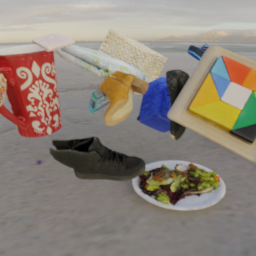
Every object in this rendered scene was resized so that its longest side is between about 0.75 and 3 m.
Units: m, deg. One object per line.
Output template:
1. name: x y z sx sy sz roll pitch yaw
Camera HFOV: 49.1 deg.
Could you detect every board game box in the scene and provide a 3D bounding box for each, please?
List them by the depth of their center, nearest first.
1. board game box: -1.052 -1.350 12.260 1.292 0.402 1.712 -34 -6 -21

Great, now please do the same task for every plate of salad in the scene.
1. plate of salad: 1.591 1.606 8.946 2.927 0.703 2.927 0 22 0

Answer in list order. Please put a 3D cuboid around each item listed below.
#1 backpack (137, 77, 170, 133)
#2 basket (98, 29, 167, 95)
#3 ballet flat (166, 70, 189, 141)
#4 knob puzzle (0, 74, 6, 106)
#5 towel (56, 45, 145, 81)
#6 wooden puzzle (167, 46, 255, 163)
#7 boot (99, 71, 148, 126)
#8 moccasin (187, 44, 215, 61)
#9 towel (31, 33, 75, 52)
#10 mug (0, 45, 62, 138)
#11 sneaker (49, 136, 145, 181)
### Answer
1. backpack: 1.216 -0.828 9.131 1.292 1.590 1.334 26 -30 -35
2. basket: 0.068 -2.634 11.442 2.190 1.762 2.171 35 20 20
3. ballet flat: 1.221 -0.550 7.012 0.533 1.876 0.623 20 34 37
4. knob puzzle: -3.191 -0.850 7.085 0.129 0.932 0.932 13 19 -11
5. towel: -0.859 -2.074 9.226 2.415 0.581 2.067 30 21 27
6. wooden puzzle: 2.174 -0.607 5.784 2.153 1.992 0.401 28 -10 22
7. boot: -0.370 -0.810 7.287 1.197 0.588 1.672 24 61 37
8. moccasin: 2.682 -2.413 9.263 1.872 0.638 0.753 12 24 -41
9. towel: -1.828 -2.090 6.819 0.741 0.125 0.776 32 47 31
10. mug: -3.330 -1.101 8.938 2.407 2.712 1.809 -23 31 -33
11. sneaker: -0.559 0.574 5.501 1.781 0.929 0.535 -3 40 3
